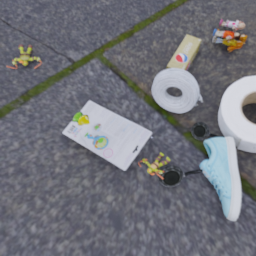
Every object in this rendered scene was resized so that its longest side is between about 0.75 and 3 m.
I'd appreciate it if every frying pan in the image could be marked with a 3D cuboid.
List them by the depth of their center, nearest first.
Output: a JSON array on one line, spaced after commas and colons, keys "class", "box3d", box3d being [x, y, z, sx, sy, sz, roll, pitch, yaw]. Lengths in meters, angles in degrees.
[{"class": "frying pan", "box3d": [1.667, 1.496, 9.320, 1.391, 0.226, 0.841, -26, 44, -4]}, {"class": "frying pan", "box3d": [2.841, 0.108, 10.214, 1.095, 0.178, 0.662, -2, 82, -1]}]

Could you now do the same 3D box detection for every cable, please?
[{"class": "cable", "box3d": [1.704, -1.318, 10.221, 1.741, 1.740, 0.603, -3, 40, 30]}]

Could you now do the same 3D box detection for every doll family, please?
[{"class": "doll family", "box3d": [4.536, -4.022, 12.393, 1.319, 0.958, 2.125, 18, 44, 18]}]

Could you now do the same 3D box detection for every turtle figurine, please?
[{"class": "turtle figurine", "box3d": [0.983, 1.302, 9.469, 0.935, 0.373, 1.159, -35, 41, -26]}, {"class": "turtle figurine", "box3d": [-4.461, -3.041, 11.937, 1.447, 0.466, 1.167, -9, 61, -5]}]

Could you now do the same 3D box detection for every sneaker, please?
[{"class": "sneaker", "box3d": [2.912, 1.574, 9.048, 1.168, 1.054, 2.851, -1, 51, 11]}]

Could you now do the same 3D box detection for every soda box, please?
[{"class": "soda box", "box3d": [2.329, -2.933, 11.759, 0.713, 0.674, 2.104, 25, 64, 14]}]

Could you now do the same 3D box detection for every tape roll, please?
[{"class": "tape roll", "box3d": [4.591, -0.483, 9.899, 2.688, 0.940, 2.688, -4, 67, 9]}]

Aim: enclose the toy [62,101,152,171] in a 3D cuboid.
[{"class": "toy", "box3d": [-0.747, 0.281, 9.910, 2.831, 0.668, 1.630, 29, 69, 22]}]
